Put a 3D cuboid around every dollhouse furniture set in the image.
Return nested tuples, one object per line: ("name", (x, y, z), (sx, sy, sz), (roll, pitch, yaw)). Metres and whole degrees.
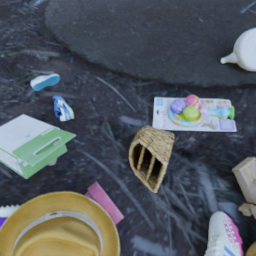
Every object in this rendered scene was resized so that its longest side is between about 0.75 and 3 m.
("dollhouse furniture set", (3.602, 1.449, 6.626), (1.241, 2.394, 1.060), (-28, 96, -25))

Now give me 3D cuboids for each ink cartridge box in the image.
("ink cartridge box", (-2.754, 0.544, 7.985), (2.751, 0.816, 1.428), (17, 41, 39))

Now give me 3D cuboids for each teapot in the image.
("teapot", (5.192, -3.254, 11.732), (1.829, 1.805, 1.336), (21, 9, -9))

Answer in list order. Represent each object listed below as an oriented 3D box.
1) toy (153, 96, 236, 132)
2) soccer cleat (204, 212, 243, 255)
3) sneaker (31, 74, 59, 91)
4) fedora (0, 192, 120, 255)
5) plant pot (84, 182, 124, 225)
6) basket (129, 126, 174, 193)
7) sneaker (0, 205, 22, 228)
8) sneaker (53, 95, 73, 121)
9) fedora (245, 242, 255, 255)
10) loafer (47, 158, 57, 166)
("toy", (2.305, -0.663, 9.831), (2.778, 0.656, 1.599), (5, 47, 4))
("soccer cleat", (2.092, 2.924, 6.342), (0.959, 0.776, 2.221), (14, 47, -17))
("sneaker", (-3.290, -1.887, 11.105), (1.151, 0.440, 0.465), (-25, 50, -23))
("fedora", (-1.460, 2.651, 5.784), (2.724, 1.111, 2.724), (2, 82, -12))
("plant pot", (-0.858, 2.120, 7.050), (1.034, 1.155, 1.155), (-37, 56, -11))
("basket", (0.525, 0.857, 7.781), (1.100, 1.542, 1.148), (17, 49, 5))
("sneaker", (-3.049, 2.660, 6.576), (2.855, 0.992, 1.420), (-7, 61, 0))
("sneaker", (-2.442, -0.707, 10.004), (0.524, 0.471, 1.273), (-29, 53, -21))
("fedora", (3.406, 3.338, 6.093), (1.835, 0.748, 1.835), (-1, 48, 1))
("loafer", (-2.364, 0.701, 8.788), (0.375, 0.338, 0.991), (-3, 48, -3))
